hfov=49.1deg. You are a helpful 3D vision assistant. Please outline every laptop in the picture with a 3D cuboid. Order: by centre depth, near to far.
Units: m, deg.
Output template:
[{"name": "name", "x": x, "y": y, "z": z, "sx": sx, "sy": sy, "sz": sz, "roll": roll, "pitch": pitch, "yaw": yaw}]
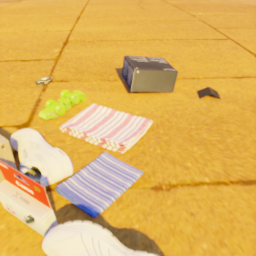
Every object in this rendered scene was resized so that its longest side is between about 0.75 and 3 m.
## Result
[{"name": "laptop", "x": 3.503, "y": -1.426, "z": 12.187, "sx": 0.806, "sy": 0.467, "sz": 0.755, "roll": 25, "pitch": 31, "yaw": -13}]

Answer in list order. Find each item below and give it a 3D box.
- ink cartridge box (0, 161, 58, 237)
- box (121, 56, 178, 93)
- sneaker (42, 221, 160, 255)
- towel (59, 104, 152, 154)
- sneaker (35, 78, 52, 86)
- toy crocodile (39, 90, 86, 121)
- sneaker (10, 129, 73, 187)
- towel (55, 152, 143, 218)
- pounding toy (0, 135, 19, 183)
[{"name": "ink cartridge box", "x": -2.370, "y": 1.595, "z": 6.269, "sx": 1.683, "sy": 1.461, "sz": 0.366, "roll": 20, "pitch": 45, "yaw": 28}, {"name": "box", "x": 0.900, "y": -2.424, "z": 12.562, "sx": 2.004, "sy": 1.043, "sz": 1.825, "roll": -1, "pitch": 31, "yaw": -16}, {"name": "sneaker", "x": -0.431, "y": 2.669, "z": 5.078, "sx": 2.932, "sy": 1.092, "sz": 1.277, "roll": 14, "pitch": 41, "yaw": 21}, {"name": "towel", "x": -0.762, "y": -0.126, "z": 9.875, "sx": 2.733, "sy": 0.409, "sz": 2.000, "roll": 17, "pitch": 36, "yaw": 25}, {"name": "sneaker", "x": -3.991, "y": -2.175, "z": 13.164, "sx": 0.800, "sy": 0.295, "sz": 0.320, "roll": -21, "pitch": 25, "yaw": -36}, {"name": "toy crocodile", "x": -2.519, "y": -0.884, "z": 10.901, "sx": 0.736, "sy": 0.673, "sz": 2.181, "roll": 20, "pitch": 43, "yaw": 26}, {"name": "sneaker", "x": -2.767, "y": 0.808, "z": 7.961, "sx": 2.517, "sy": 0.942, "sz": 1.254, "roll": 24, "pitch": 40, "yaw": 32}, {"name": "towel", "x": -0.763, "y": 1.444, "z": 7.635, "sx": 1.485, "sy": 0.245, "sz": 2.051, "roll": 24, "pitch": 40, "yaw": 30}, {"name": "pounding toy", "x": -4.000, "y": 0.329, "z": 7.195, "sx": 2.253, "sy": 2.565, "sz": 1.173, "roll": 25, "pitch": 40, "yaw": 33}]
